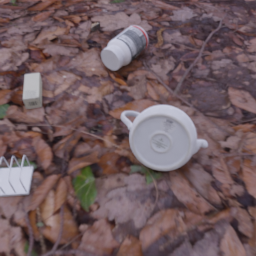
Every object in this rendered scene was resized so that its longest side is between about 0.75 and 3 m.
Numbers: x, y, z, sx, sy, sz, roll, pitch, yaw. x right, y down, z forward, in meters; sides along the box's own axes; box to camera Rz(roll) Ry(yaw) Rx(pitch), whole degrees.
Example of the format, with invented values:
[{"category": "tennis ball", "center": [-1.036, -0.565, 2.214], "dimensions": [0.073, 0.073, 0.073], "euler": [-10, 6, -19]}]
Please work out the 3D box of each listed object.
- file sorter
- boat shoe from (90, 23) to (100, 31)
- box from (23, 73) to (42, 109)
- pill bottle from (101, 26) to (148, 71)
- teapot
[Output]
[{"category": "file sorter", "center": [-3.995, 1.524, 9.022], "dimensions": [1.508, 0.939, 1.046], "euler": [-3, 48, -3]}, {"category": "boat shoe", "center": [-1.955, -5.818, 16.123], "dimensions": [0.332, 0.350, 0.924], "euler": [18, 41, 21]}, {"category": "box", "center": [-4.117, -1.624, 12.114], "dimensions": [0.702, 0.584, 1.708], "euler": [-7, 48, -7]}, {"category": "pill bottle", "center": [-0.169, -3.876, 13.638], "dimensions": [1.373, 1.373, 2.371], "euler": [28, 55, 23]}, {"category": "teapot", "center": [1.194, 0.199, 9.608], "dimensions": [2.350, 2.381, 1.739], "euler": [-22, 12, 21]}]
